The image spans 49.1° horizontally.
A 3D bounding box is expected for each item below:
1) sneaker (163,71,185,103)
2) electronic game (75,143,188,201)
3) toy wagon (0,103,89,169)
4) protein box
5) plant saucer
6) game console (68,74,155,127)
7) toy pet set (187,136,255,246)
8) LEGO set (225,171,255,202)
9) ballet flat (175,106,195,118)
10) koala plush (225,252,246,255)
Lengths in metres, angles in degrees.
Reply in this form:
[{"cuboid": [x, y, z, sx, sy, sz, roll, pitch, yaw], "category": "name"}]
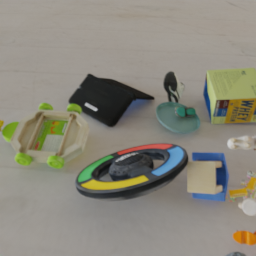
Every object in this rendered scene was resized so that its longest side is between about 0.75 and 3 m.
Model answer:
[{"cuboid": [1.718, -1.608, 10.380, 0.536, 1.421, 0.818, 9, 46, 28], "category": "sneaker"}, {"cuboid": [0.075, 1.002, 7.132, 2.912, 0.606, 2.912, -15, 12, 3], "category": "electronic game"}, {"cuboid": [-2.662, 0.175, 8.543, 2.820, 0.558, 2.188, 3, 50, 8], "category": "toy wagon"}, {"cuboid": [3.740, -1.146, 9.966, 1.715, 1.157, 1.703, -3, 46, 3], "category": "protein box"}, {"cuboid": [1.703, -0.332, 9.728, 1.610, 0.221, 1.610, 10, 41, -9], "category": "plant saucer"}, {"cuboid": [-0.637, -1.064, 10.781, 2.459, 1.431, 2.163, 28, 77, 33], "category": "game console"}, {"cuboid": [2.638, 1.400, 6.825, 2.258, 2.418, 1.284, -3, -7, 31], "category": "toy pet set"}, {"cuboid": [3.017, 1.709, 7.386, 1.318, 0.491, 0.606, -29, 30, -17], "category": "LEGO set"}, {"cuboid": [1.885, -0.534, 9.737, 1.145, 0.412, 0.412, -2, 32, -44], "category": "ballet flat"}, {"cuboid": [1.749, 3.318, 4.934, 1.381, 1.431, 1.557, -17, 63, -37], "category": "koala plush"}]
